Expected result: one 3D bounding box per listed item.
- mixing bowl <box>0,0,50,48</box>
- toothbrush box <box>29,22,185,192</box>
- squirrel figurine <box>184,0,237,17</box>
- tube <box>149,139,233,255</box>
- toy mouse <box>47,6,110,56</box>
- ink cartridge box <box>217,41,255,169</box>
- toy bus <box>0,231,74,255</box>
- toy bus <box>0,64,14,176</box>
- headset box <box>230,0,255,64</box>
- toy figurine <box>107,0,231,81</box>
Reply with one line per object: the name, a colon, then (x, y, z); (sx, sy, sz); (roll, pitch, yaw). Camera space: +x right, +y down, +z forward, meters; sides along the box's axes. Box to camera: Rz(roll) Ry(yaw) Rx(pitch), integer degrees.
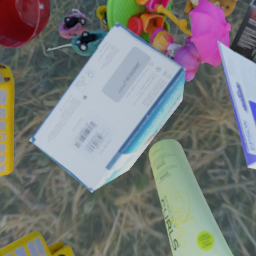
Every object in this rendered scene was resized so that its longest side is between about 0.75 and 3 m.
mixing bowl: (-2.630, -2.985, 6.798); (1.926, 1.926, 1.043); (27, 29, 11)
toothbrush box: (-0.082, -0.224, 5.149); (1.227, 2.876, 2.106); (38, 93, 9)
squirrel figurine: (3.057, -4.727, 9.906); (1.613, 1.223, 1.729); (21, 70, 2)
tube: (0.898, 1.262, 4.489); (0.666, 0.744, 2.565); (-6, 43, -6)
toy mouse: (-1.149, -2.500, 7.485); (2.240, 0.488, 2.520); (-42, 54, -17)
ink cartridge box: (2.030, -0.230, 4.312); (1.857, 0.403, 1.840); (16, 56, -32)
toy bus: (-1.554, 1.920, 3.530); (0.608, 1.868, 0.731); (-34, 79, 29)
toy bus: (-2.861, -0.310, 5.482); (1.108, 2.831, 0.921); (-5, 38, -29)
headset box: (3.362, -1.979, 6.179); (1.777, 2.388, 0.922); (30, 76, 13)
toy figurine: (0.942, -1.918, 6.003); (1.954, 2.602, 2.395); (-18, 48, -38)
